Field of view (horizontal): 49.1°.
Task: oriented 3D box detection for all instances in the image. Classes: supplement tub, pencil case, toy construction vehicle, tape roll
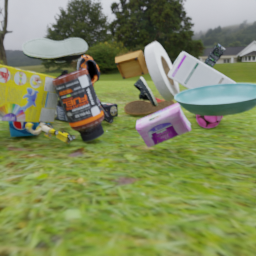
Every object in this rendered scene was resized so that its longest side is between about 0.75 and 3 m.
[{"bbox_3d":[-1.356,-0.639,8.167,1.070,2.000,1.070,-19,15,5],"label":"supplement tub"},{"bbox_3d":[3.264,-0.594,11.073,1.026,0.994,2.191,15,18,15],"label":"pencil case"},{"bbox_3d":[-2.126,0.156,7.635,0.942,0.381,1.082,24,0,23],"label":"toy construction vehicle"},{"bbox_3d":[1.283,-2.071,10.378,0.406,2.222,2.222,-21,3,24],"label":"tape roll"}]

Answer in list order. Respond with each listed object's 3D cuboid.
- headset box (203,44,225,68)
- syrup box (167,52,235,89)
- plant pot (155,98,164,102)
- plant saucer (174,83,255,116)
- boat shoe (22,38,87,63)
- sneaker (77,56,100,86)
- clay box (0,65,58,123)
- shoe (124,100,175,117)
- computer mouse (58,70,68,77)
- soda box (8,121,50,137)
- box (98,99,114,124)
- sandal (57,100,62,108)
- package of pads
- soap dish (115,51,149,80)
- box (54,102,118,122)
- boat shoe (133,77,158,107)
[{"bbox_3d":[3.189,-2.633,10.410,0.370,0.798,0.695,36,35,3],"label":"headset box"},{"bbox_3d":[2.739,-1.652,10.061,2.547,1.037,1.003,32,13,-1],"label":"syrup box"},{"bbox_3d":[1.386,-1.084,13.787,0.718,0.788,0.788,10,13,3],"label":"plant pot"},{"bbox_3d":[1.813,-0.557,5.551,1.759,0.316,1.759,-8,17,3],"label":"plant saucer"},{"bbox_3d":[-2.171,-2.238,8.361,1.955,0.739,0.590,-9,-20,-31],"label":"boat shoe"},{"bbox_3d":[-1.367,-1.429,9.206,0.685,1.767,0.990,-7,25,-22],"label":"sneaker"},{"bbox_3d":[-2.991,-0.887,7.589,0.581,1.402,2.439,17,7,33],"label":"clay box"},{"bbox_3d":[0.998,-0.826,13.039,2.388,0.835,0.637,-2,-31,7],"label":"shoe"},{"bbox_3d":[-2.305,-1.556,10.502,0.751,1.069,0.246,-30,11,23],"label":"computer mouse"},{"bbox_3d":[-3.383,-0.413,9.909,0.856,0.905,2.669,-4,11,-4],"label":"soda box"},{"bbox_3d":[-1.017,-0.683,10.839,0.201,1.115,0.797,-36,17,-11],"label":"box"},{"bbox_3d":[-2.409,-1.044,11.225,1.042,0.235,0.391,-6,55,-29],"label":"sandal"},{"bbox_3d":[0.905,-0.045,7.196,1.251,0.754,0.473,-24,28,20],"label":"package of pads"},{"bbox_3d":[0.132,-2.262,10.252,1.122,0.883,0.456,-7,34,31],"label":"soap dish"},{"bbox_3d":[-2.124,-0.753,12.410,2.668,0.655,2.151,11,19,39],"label":"box"},{"bbox_3d":[0.657,-1.378,11.328,0.571,0.644,1.723,-29,54,5],"label":"boat shoe"}]
